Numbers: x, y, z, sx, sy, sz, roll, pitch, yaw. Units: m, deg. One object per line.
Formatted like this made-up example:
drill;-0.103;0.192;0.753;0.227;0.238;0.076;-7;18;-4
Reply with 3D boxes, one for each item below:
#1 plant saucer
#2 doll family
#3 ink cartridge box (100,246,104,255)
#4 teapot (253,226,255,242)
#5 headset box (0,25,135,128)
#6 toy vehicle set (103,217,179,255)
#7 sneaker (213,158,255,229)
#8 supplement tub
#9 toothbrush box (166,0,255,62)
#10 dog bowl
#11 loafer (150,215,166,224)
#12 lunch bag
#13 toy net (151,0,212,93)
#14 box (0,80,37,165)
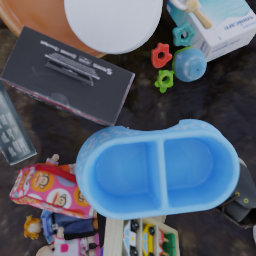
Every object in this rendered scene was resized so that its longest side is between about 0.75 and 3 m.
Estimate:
plant saucer;-1.277;-2.710;5.498;2.923;0.547;2.923;3;84;-35
doll family;-1.553;1.881;6.388;1.626;1.181;2.620;-5;90;-9
ink cartridge box;-0.366;4.290;5.281;2.941;0.638;2.914;34;77;26
teapot;3.504;2.340;6.152;1.335;0.975;1.317;27;74;9
headset box;-0.730;-0.552;3.747;1.342;1.804;0.697;22;86;-6
toy vehicle set;0.228;2.441;3.926;0.311;1.457;2.345;-28;43;34
sneaker;1.273;0.911;4.511;2.189;0.819;1.163;9;33;-20
supplement tub;-0.199;-2.056;4.614;1.461;2.010;1.461;1;116;2
toothbrush box;2.343;-3.196;7.956;1.623;0.945;2.216;-26;74;-8
dog bowl;0.408;0.565;3.736;2.234;0.554;1.245;-5;95;-6
loafer;0.563;2.246;6.455;0.501;0.452;1.325;19;73;6
lunch bag;-1.153;1.155;4.771;1.407;1.597;0.654;29;65;-26
toy net;0.973;-1.954;5.349;1.289;2.458;0.475;-13;32;-10
box;-1.961;-0.356;4.042;0.386;1.335;1.680;-28;104;-24
